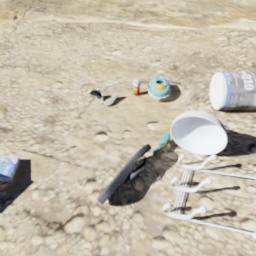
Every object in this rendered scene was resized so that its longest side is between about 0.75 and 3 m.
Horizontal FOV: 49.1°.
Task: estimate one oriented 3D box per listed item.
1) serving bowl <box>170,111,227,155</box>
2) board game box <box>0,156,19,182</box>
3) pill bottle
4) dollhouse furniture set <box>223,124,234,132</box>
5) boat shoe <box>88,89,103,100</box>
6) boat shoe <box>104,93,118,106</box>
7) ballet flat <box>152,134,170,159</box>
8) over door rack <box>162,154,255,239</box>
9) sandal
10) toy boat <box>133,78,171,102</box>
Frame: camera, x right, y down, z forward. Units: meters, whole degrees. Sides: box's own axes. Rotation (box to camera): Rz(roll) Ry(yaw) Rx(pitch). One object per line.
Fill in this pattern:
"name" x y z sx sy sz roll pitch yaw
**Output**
"serving bowl" 2.363 0.085 9.272 1.840 1.840 0.605 15 50 16
"board game box" -4.113 1.283 8.947 0.987 0.215 0.992 4 34 -7
"pill bottle" 4.828 -1.498 11.305 2.665 1.516 1.516 -2 42 -2
"dollhouse furniture set" 3.414 0.002 10.678 0.877 0.428 0.748 20 18 -18
"boat shoe" -1.353 -1.397 11.760 0.763 0.285 0.354 -6 60 -57
"boat shoe" -0.695 -1.173 11.898 0.276 0.235 0.824 38 65 10
"ballet flat" 1.228 0.675 9.753 0.374 0.399 1.103 -20 24 47
"over door rack" 2.645 1.872 8.038 2.863 0.954 2.115 14 45 15
"sandal" -0.018 1.455 8.617 0.528 0.938 2.466 41 59 3
"toy boat" 1.026 -1.740 12.116 1.661 0.772 1.396 0 43 0
